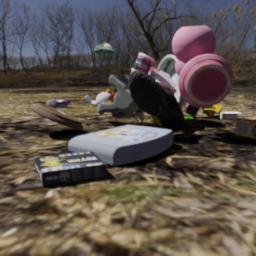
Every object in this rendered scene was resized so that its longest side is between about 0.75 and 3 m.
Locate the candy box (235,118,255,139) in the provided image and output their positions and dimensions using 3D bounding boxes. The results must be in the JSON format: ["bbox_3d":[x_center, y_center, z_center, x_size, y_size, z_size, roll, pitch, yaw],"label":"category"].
[{"bbox_3d":[4.353,0.078,8.507,1.059,0.512,1.814,-8,11,-33],"label":"candy box"}]

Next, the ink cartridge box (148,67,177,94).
[{"bbox_3d":[1.199,-1.676,10.511,0.905,0.511,1.233,20,33,-23],"label":"ink cartridge box"}]

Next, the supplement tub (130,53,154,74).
[{"bbox_3d":[0.504,-2.216,10.253,0.620,0.883,0.620,26,11,-5],"label":"supplement tub"}]

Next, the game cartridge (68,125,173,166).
[{"bbox_3d":[0.004,0.359,7.174,1.710,0.533,2.567,3,10,37],"label":"game cartridge"}]

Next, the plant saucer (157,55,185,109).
[{"bbox_3d":[1.879,-1.635,11.739,0.685,2.730,2.730,1,10,-17],"label":"plant saucer"}]

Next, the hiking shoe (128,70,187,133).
[{"bbox_3d":[0.883,-0.919,8.799,0.923,2.437,1.227,-33,25,23],"label":"hiking shoe"}]

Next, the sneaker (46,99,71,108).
[{"bbox_3d":[-4.181,-1.386,16.819,1.432,0.536,0.713,-6,-11,-19],"label":"sneaker"}]

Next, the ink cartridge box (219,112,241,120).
[{"bbox_3d":[4.518,-0.542,12.421,0.863,0.291,0.506,1,11,4],"label":"ink cartridge box"}]

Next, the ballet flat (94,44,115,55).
[{"bbox_3d":[-0.874,-2.991,10.522,0.406,0.384,1.206,18,-1,-41],"label":"ballet flat"}]

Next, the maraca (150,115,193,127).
[{"bbox_3d":[1.557,-0.428,10.186,1.148,0.896,1.674,-13,18,-39],"label":"maraca"}]

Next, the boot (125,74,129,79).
[{"bbox_3d":[0.491,-1.670,11.509,1.327,0.435,1.093,17,45,-11],"label":"boot"}]

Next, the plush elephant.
[{"bbox_3d":[0.107,-1.030,11.020,1.999,1.647,1.548,16,-1,27],"label":"plush elephant"}]

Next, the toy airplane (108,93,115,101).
[{"bbox_3d":[0.060,-1.830,16.338,1.950,1.382,1.958,-3,8,-36],"label":"toy airplane"}]

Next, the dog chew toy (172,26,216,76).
[{"bbox_3d":[2.055,-2.077,8.846,1.331,2.137,1.331,-3,19,1],"label":"dog chew toy"}]

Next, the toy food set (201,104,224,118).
[{"bbox_3d":[3.973,-0.770,13.106,0.905,0.502,1.538,2,15,27],"label":"toy food set"}]

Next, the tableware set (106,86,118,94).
[{"bbox_3d":[-0.348,-1.366,13.006,1.526,1.028,0.234,33,7,-24],"label":"tableware set"}]

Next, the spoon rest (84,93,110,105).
[{"bbox_3d":[-1.234,-1.184,11.447,1.270,0.385,0.631,1,39,42],"label":"spoon rest"}]

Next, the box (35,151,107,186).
[{"bbox_3d":[-1.134,0.759,5.437,1.197,0.294,0.964,-4,14,-23],"label":"box"}]

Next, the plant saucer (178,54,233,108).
[{"bbox_3d":[2.299,-1.302,8.192,1.628,1.628,0.413,0,26,-3],"label":"plant saucer"}]

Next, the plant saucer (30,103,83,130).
[{"bbox_3d":[-2.291,-0.397,9.194,1.825,0.269,1.825,23,2,-1],"label":"plant saucer"}]

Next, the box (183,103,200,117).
[{"bbox_3d":[3.051,-1.146,12.871,0.577,1.153,0.432,26,3,-8],"label":"box"}]

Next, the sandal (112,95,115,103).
[{"bbox_3d":[-0.550,-1.389,14.026,0.337,1.497,0.562,27,40,7],"label":"sandal"}]
